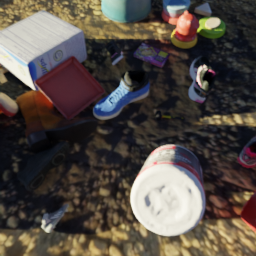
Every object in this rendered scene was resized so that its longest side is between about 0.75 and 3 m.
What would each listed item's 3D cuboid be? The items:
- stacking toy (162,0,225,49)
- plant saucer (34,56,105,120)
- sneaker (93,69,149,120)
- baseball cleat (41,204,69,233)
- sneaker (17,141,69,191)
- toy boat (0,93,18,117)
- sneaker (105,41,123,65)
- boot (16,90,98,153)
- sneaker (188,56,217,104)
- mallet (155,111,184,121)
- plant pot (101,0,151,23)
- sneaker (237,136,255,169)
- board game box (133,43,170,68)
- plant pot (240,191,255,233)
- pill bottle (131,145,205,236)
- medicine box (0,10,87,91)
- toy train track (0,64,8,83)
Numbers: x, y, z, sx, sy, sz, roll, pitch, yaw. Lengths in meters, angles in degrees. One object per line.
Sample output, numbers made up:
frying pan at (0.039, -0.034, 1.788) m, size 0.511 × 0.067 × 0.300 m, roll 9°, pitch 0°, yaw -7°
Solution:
stacking toy at (2.943, -5.084, 12.425) m, size 2.606 × 1.216 × 2.879 m, roll -13°, pitch 59°, yaw -8°
plant saucer at (-2.131, -1.450, 10.335) m, size 1.856 × 0.341 × 1.853 m, roll -42°, pitch 90°, yaw -24°
sneaker at (-0.245, -1.278, 9.963) m, size 2.378 × 1.323 × 0.913 m, roll -28°, pitch 63°, yaw -16°
baseball cleat at (-2.143, 2.530, 8.115) m, size 0.502 × 0.329 × 0.944 m, roll 37°, pitch 63°, yaw -2°
sneaker at (-2.715, 1.040, 8.909) m, size 0.873 × 0.731 × 1.924 m, roll 30°, pitch 60°, yaw 26°
toy boat at (-4.574, -0.753, 10.095) m, size 1.170 × 0.763 × 0.765 m, roll 35°, pitch 95°, yaw 23°
sneaker at (-0.610, -2.985, 11.055) m, size 0.529 × 0.743 × 1.498 m, roll -34°, pitch 23°, yaw 17°
boot at (-2.568, -0.511, 9.995) m, size 2.423 × 0.881 × 2.573 m, roll -23°, pitch 52°, yaw -7°
sneaker at (2.906, -1.940, 10.424) m, size 0.894 × 0.961 × 2.226 m, roll 22°, pitch 54°, yaw -16°
mallet at (1.496, -0.428, 10.128) m, size 1.064 × 0.219 × 0.350 m, roll 2°, pitch 54°, yaw -5°
plant pot at (-0.097, -6.485, 12.685) m, size 2.418 × 2.272 × 2.418 m, roll 0°, pitch 57°, yaw 1°
sneaker at (4.438, 0.544, 9.154) m, size 1.979 × 0.739 × 0.798 m, roll -38°, pitch 62°, yaw -23°
board game box at (0.993, -3.060, 11.768) m, size 1.332 × 0.215 × 0.799 m, roll 27°, pitch 57°, yaw 16°
plant pot at (4.470, 2.209, 6.909) m, size 2.493 × 2.493 × 2.270 m, roll -27°, pitch 53°, yaw -16°
pill bottle at (1.131, 1.368, 7.361) m, size 1.625 × 2.936 × 1.625 m, roll 2°, pitch 100°, yaw 12°
medicine box at (-3.399, -3.080, 10.870) m, size 2.393 × 1.352 × 2.627 m, roll 34°, pitch 60°, yaw 25°
toy train track at (-5.567, -2.067, 11.060) m, size 2.007 × 0.327 × 1.151 m, roll -32°, pitch 63°, yaw -18°
